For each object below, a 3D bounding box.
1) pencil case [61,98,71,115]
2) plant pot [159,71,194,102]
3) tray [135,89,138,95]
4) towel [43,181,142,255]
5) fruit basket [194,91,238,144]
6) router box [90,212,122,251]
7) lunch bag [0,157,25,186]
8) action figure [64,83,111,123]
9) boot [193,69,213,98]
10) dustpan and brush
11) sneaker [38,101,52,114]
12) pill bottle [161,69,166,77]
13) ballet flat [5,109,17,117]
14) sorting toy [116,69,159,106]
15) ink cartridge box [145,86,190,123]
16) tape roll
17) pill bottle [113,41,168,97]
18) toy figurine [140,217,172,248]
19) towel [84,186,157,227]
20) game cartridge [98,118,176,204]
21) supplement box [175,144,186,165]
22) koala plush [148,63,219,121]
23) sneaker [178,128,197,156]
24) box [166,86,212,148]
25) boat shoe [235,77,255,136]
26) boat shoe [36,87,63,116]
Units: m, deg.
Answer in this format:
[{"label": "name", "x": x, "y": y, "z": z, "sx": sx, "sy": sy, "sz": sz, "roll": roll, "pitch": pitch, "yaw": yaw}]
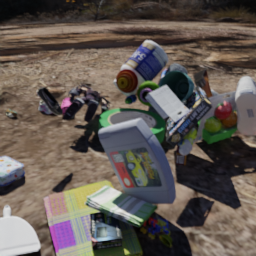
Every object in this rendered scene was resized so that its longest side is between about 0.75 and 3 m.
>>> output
[{"label": "pencil case", "x": -2.726, "y": -0.980, "z": 12.757, "sx": 0.566, "sy": 0.548, "sz": 1.208, "roll": -31, "pitch": 28, "yaw": 7}, {"label": "plant pot", "x": 1.661, "y": -1.304, "z": 9.088, "sx": 1.032, "sy": 1.032, "sz": 0.828, "roll": 18, "pitch": 14, "yaw": 32}, {"label": "tray", "x": 0.410, "y": -2.192, "z": 15.353, "sx": 0.842, "sy": 0.316, "sz": 1.707, "roll": -25, "pitch": 37, "yaw": -39}, {"label": "towel", "x": -0.934, "y": 2.235, "z": 6.725, "sx": 1.858, "sy": 0.295, "sz": 2.587, "roll": -10, "pitch": 29, "yaw": -20}, {"label": "fruit basket", "x": 3.282, "y": -0.463, "z": 9.972, "sx": 1.865, "sy": 2.013, "sz": 0.944, "roll": -16, "pitch": 39, "yaw": -17}, {"label": "router box", "x": -0.500, "y": 2.224, "z": 6.144, "sx": 0.638, "sy": 0.265, "sz": 0.852, "roll": -5, "pitch": 28, "yaw": -8}, {"label": "lunch bag", "x": -3.696, "y": 1.285, "z": 8.426, "sx": 1.151, "sy": 0.435, "sz": 0.922, "roll": 18, "pitch": 30, "yaw": 32}, {"label": "action figure", "x": -1.665, "y": -1.019, "z": 11.519, "sx": 1.860, "sy": 0.992, "sz": 2.858, "roll": 23, "pitch": 18, "yaw": -2}, {"label": "boot", "x": 3.111, "y": -1.408, "z": 10.756, "sx": 0.538, "sy": 1.571, "sz": 1.479, "roll": -28, "pitch": 19, "yaw": 22}, {"label": "dustpan and brush", "x": -2.777, "y": 2.322, "z": 6.448, "sx": 1.280, "sy": 0.525, "sz": 1.834, "roll": -2, "pitch": 32, "yaw": -24}, {"label": "sneaker", "x": -3.690, "y": -0.965, "z": 12.744, "sx": 1.107, "sy": 0.488, "sz": 0.450, "roll": 16, "pitch": 31, "yaw": 28}, {"label": "pill bottle", "x": 2.285, "y": -2.665, "z": 15.547, "sx": 0.964, "sy": 0.964, "sz": 1.718, "roll": 4, "pitch": 27, "yaw": 8}, {"label": "ballet flat", "x": -5.192, "y": -0.617, "z": 12.365, "sx": 0.813, "sy": 0.276, "sz": 0.294, "roll": 22, "pitch": 55, "yaw": 37}, {"label": "sorting toy", "x": 0.255, "y": -1.379, "z": 10.514, "sx": 1.906, "sy": 1.145, "sz": 0.782, "roll": 32, "pitch": 25, "yaw": 9}, {"label": "ink cartridge box", "x": 1.123, "y": -0.640, "z": 7.835, "sx": 1.072, "sy": 0.218, "sz": 1.069, "roll": 49, "pitch": 39, "yaw": 9}, {"label": "tape roll", "x": 0.136, "y": -0.027, "z": 10.615, "sx": 2.510, "sy": 0.603, "sz": 2.510, "roll": 4, "pitch": 26, "yaw": -2}, {"label": "pill bottle", "x": 0.486, "y": -2.385, "z": 11.673, "sx": 2.233, "sy": 1.337, "sz": 1.337, "roll": -49, "pitch": 43, "yaw": -7}, {"label": "toy figurine", "x": 0.772, "y": 2.239, "z": 6.454, "sx": 0.585, "sy": 0.515, "sz": 0.976, "roll": -14, "pitch": 22, "yaw": -42}, {"label": "towel", "x": -0.147, "y": 1.767, "z": 6.550, "sx": 1.441, "sy": 0.221, "sz": 1.075, "roll": 14, "pitch": 15, "yaw": 24}, {"label": "game cartridge", "x": 0.269, "y": 0.891, "z": 6.748, "sx": 1.464, "sy": 2.200, "sz": 0.450, "roll": -15, "pitch": 16, "yaw": 37}, {"label": "supplement box", "x": 1.756, "y": 0.852, "z": 9.281, "sx": 0.322, "sy": 0.415, "sz": 0.752, "roll": 5, "pitch": 28, "yaw": 10}, {"label": "koala plush", "x": 2.502, "y": -1.223, "z": 11.712, "sx": 2.525, "sy": 2.320, "sz": 2.239, "roll": 29, "pitch": 43, "yaw": 16}, {"label": "sneaker", "x": 1.793, "y": 0.469, "z": 9.129, "sx": 0.632, "sy": 0.456, "sz": 1.204, "roll": -5, "pitch": 31, "yaw": 41}, {"label": "box", "x": 1.876, "y": -0.405, "z": 8.999, "sx": 0.424, "sy": 1.706, "sz": 1.693, "roll": 35, "pitch": 21, "yaw": -9}, {"label": "boat shoe", "x": 3.980, "y": -0.660, "z": 9.275, "sx": 0.926, "sy": 2.571, "sz": 0.881, "roll": -6, "pitch": 55, "yaw": 32}, {"label": "boat shoe", "x": -2.398, "y": -0.818, "z": 8.758, "sx": 0.308, "sy": 1.080, "sz": 0.361, "roll": -22, "pitch": 30, "yaw": 35}]
